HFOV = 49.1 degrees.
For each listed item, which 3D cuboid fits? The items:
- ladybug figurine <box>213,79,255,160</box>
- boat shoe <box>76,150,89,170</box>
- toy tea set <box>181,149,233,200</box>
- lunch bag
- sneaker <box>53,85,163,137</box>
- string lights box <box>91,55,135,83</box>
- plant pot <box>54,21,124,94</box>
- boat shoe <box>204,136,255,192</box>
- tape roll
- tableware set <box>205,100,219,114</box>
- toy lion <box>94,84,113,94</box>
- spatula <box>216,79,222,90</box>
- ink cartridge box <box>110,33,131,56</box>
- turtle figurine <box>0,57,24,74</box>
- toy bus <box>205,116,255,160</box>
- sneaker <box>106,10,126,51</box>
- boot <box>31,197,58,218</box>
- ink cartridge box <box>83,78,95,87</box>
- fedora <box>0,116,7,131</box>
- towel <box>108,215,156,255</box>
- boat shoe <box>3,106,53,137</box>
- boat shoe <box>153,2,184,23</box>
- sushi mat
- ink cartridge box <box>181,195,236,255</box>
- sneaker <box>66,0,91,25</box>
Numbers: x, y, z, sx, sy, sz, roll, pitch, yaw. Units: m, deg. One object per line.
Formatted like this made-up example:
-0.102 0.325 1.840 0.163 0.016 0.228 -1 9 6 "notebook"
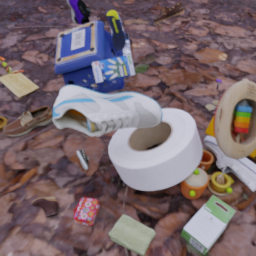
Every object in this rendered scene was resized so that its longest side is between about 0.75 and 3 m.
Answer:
2.998 -0.248 7.715 1.481 2.183 0.785 10 3 -16 "ladybug figurine"
-1.549 1.095 9.865 0.296 0.329 0.931 -20 45 -17 "boat shoe"
2.175 1.016 9.377 1.770 1.102 2.977 -15 45 -15 "toy tea set"
-1.288 2.495 8.406 0.710 0.330 0.806 5 43 12 "lunch bag"
-0.545 -0.306 7.603 2.955 1.131 1.194 6 47 2 "sneaker"
-0.368 -1.445 6.908 0.974 0.500 0.287 -14 7 -12 "string lights box"
-1.431 -2.474 10.073 2.092 1.881 2.092 -12 60 16 "plant pot"
3.304 1.121 9.213 0.787 0.886 2.408 -49 46 0 "boat shoe"
0.851 0.605 9.117 2.946 1.030 2.946 -19 32 12 "tape roll"
3.900 -0.886 12.126 1.012 0.117 0.845 -32 52 -29 "tableware set"
-1.341 -0.939 11.808 2.424 0.832 2.323 31 59 28 "toy lion"
4.318 -2.085 13.405 0.248 0.090 0.879 18 49 10 "spatula"
-1.218 -4.457 15.588 2.667 0.579 2.642 -3 44 -2 "ink cartridge box"
-4.121 -1.919 8.290 1.720 0.554 1.387 18 22 8 "turtle figurine"
4.046 0.449 9.971 2.508 0.982 0.816 30 92 28 "toy bus"
-0.372 -3.338 9.611 0.486 1.315 0.541 -10 20 5 "sneaker"
-2.527 2.421 8.493 0.762 0.276 0.634 -8 42 -13 "boot"
-1.595 -2.546 13.116 2.231 1.158 0.661 20 48 21 "ink cartridge box"
-5.234 -0.102 11.113 0.882 0.360 0.882 3 41 -3 "fedora"
0.114 3.008 7.921 1.155 0.211 0.857 22 49 22 "towel"
-3.963 -0.332 11.078 2.042 0.733 0.773 -28 50 -26 "boat shoe"
1.371 -4.025 9.742 1.134 0.399 0.399 -16 34 26 "boat shoe"
-5.266 -2.118 13.411 1.054 0.133 2.202 -33 53 -30 "sushi mat"
2.310 2.741 8.021 0.796 0.455 1.534 34 53 31 "ink cartridge box"
-1.746 -4.481 10.431 0.777 1.563 0.543 18 67 11 "sneaker"
